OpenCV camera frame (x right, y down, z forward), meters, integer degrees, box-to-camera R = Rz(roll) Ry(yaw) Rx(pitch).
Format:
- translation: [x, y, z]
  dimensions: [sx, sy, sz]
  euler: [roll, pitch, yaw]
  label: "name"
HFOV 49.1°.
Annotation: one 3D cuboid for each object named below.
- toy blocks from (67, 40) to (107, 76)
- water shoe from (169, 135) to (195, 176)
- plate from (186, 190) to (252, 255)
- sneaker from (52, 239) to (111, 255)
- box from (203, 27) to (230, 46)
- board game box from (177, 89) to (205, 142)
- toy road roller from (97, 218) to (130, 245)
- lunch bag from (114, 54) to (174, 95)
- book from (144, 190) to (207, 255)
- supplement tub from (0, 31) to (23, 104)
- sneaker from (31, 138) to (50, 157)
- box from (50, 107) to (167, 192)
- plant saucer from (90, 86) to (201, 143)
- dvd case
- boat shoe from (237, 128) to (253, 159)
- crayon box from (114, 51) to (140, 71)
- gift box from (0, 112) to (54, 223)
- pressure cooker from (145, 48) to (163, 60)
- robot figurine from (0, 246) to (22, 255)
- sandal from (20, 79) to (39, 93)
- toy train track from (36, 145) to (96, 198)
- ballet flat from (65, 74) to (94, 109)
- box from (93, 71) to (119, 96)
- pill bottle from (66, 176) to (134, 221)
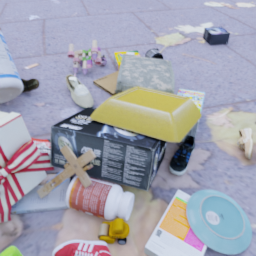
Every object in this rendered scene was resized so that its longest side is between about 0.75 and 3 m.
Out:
- translation: [-1.981, -3.185, 13.786]
  dimensions: [1.572, 1.682, 1.416]
  euler: [-6, 71, 11]
  label: "toy blocks"
- translation: [1.737, 0.830, 9.011]
  dimensions: [0.570, 0.630, 1.595]
  euler: [16, 42, 19]
  label: "water shoe"
- translation: [2.368, 2.304, 7.174]
  dimensions: [1.787, 0.228, 1.787]
  euler: [10, 43, -10]
  label: "plate"
- translation: [-0.896, 2.812, 5.980]
  dimensions: [1.345, 0.479, 0.757]
  euler: [12, 16, -34]
  label: "sneaker"
- translation: [5.302, -5.543, 16.861]
  dimensions: [1.162, 0.716, 1.153]
  euler: [-7, 41, -9]
  label: "box"
- translation: [2.137, -0.478, 10.317]
  dimensions: [1.012, 1.030, 1.964]
  euler: [12, 40, 14]
  label: "board game box"
- translation: [-0.356, 2.522, 6.954]
  dimensions: [0.795, 0.580, 0.488]
  euler: [2, 39, 3]
  label: "toy road roller"
- translation: [0.666, -1.839, 11.270]
  dimensions: [2.196, 1.574, 2.678]
  euler: [9, 29, 0]
  label: "lunch bag"
- translation: [1.404, 2.597, 7.009]
  dimensions: [1.262, 0.454, 1.890]
  euler: [24, 45, 22]
  label: "book"
- translation: [-5.607, -2.556, 11.211]
  dimensions: [1.927, 1.927, 2.921]
  euler: [-20, 83, -23]
  label: "supplement tub"
- translation: [-3.223, 0.817, 9.038]
  dimensions: [1.840, 0.614, 0.986]
  euler: [2, 36, -2]
  label: "sneaker"
- translation: [-0.436, 0.454, 8.420]
  dimensions: [2.932, 1.263, 2.401]
  euler: [12, 21, 15]
  label: "box"
- translation: [0.681, -0.620, 8.590]
  dimensions: [2.736, 0.663, 2.737]
  euler: [15, 24, 23]
  label: "plant saucer"
- translation: [-2.575, 1.851, 8.124]
  dimensions: [1.827, 0.160, 1.304]
  euler: [-5, 39, -6]
  label: "dvd case"
- translation: [3.969, 0.530, 9.545]
  dimensions: [0.491, 0.523, 1.419]
  euler: [3, 35, 20]
  label: "boat shoe"
- translation: [0.005, -3.488, 14.517]
  dimensions: [1.291, 0.436, 1.497]
  euler: [-7, 39, -8]
  label: "crayon box"
- translation: [-3.670, 1.008, 7.504]
  dimensions: [2.421, 2.593, 2.393]
  euler: [11, 42, 37]
  label: "gift box"
- translation: [1.314, -3.651, 14.438]
  dimensions: [0.784, 0.796, 0.891]
  euler: [-19, 43, -17]
  label: "pressure cooker"
- translation: [-2.847, 3.367, 5.323]
  dimensions: [1.893, 1.248, 2.158]
  euler: [29, 53, 35]
  label: "robot figurine"
- translation: [-4.357, -1.891, 12.295]
  dimensions: [1.555, 0.635, 0.424]
  euler: [-2, 3, 34]
  label: "sandal"
- translation: [-1.626, 1.232, 7.485]
  dimensions: [1.200, 2.091, 0.340]
  euler: [55, 19, 8]
  label: "toy train track"
- translation: [-2.150, -1.644, 12.002]
  dimensions: [0.785, 0.785, 2.259]
  euler: [-20, 43, -23]
  label: "ballet flat"
- translation: [-0.465, -2.148, 13.050]
  dimensions: [1.844, 0.196, 1.507]
  euler: [-29, 47, -31]
  label: "box"
- translation: [-0.726, 1.893, 7.456]
  dimensions: [1.660, 0.931, 0.931]
  euler: [12, 40, 15]
  label: "pill bottle"
